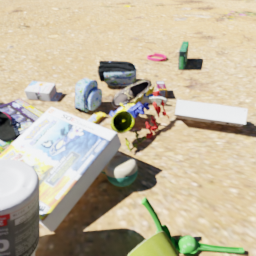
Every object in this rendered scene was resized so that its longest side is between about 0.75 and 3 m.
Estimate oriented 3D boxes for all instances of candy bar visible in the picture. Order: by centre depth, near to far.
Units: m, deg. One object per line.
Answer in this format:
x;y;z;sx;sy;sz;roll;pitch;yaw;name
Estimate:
-1.293;-0.074;8.921;0.409;0.182;1.642;17;38;23;candy bar

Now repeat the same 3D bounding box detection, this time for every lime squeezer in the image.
1.073;2.060;5.405;2.289;0.808;0.432;29;16;-10;lime squeezer

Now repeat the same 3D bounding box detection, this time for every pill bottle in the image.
-2.087;1.642;4.715;1.151;2.022;1.151;8;31;-5;pill bottle

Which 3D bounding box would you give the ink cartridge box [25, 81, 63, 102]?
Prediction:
-3.150;-1.364;10.523;1.193;0.405;0.687;7;42;7;ink cartridge box

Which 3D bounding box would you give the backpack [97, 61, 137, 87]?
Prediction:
-0.393;-2.219;11.343;1.494;1.148;1.219;-11;34;5;backpack

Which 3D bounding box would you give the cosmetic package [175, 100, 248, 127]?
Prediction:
2.564;-0.446;8.848;2.089;0.529;0.862;9;-4;13;cosmetic package

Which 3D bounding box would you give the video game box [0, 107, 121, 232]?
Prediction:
-1.829;0.766;6.729;2.344;0.602;2.573;18;55;31;video game box

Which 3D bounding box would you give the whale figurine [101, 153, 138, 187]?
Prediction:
-0.229;1.035;7.038;0.967;0.631;1.215;-13;20;-17;whale figurine

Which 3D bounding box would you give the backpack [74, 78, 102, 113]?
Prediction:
-1.348;-1.143;9.651;0.764;1.040;0.952;15;32;20;backpack

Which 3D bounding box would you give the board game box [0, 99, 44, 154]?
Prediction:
-3.442;-0.022;8.476;2.146;0.609;1.774;28;42;35;board game box

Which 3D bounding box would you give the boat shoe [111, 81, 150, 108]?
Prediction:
0.100;-1.224;9.953;1.540;0.553;0.458;-30;0;-12;boat shoe

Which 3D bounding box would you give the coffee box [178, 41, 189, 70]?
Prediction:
2.585;-3.398;13.105;0.331;0.924;1.504;7;36;15;coffee box

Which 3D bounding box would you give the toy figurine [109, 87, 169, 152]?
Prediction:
0.018;-0.241;8.837;1.426;1.256;2.381;-9;25;46;toy figurine

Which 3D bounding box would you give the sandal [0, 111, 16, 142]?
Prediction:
-3.516;-0.168;7.823;0.591;0.355;1.574;-21;39;-27;sandal

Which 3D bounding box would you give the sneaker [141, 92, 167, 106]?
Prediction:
0.980;-1.122;10.262;0.969;0.372;0.539;4;43;17;sneaker

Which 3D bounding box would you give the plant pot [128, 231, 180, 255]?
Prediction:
0.567;2.558;4.364;1.228;1.228;1.312;-25;53;-31;plant pot

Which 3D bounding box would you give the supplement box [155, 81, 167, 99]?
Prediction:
1.250;-1.444;10.689;0.325;0.419;0.759;-2;35;-3;supplement box

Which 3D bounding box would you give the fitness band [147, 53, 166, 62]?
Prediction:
1.405;-3.488;13.888;0.964;0.180;0.692;15;40;22;fitness band
